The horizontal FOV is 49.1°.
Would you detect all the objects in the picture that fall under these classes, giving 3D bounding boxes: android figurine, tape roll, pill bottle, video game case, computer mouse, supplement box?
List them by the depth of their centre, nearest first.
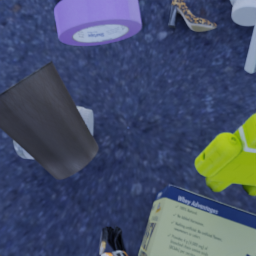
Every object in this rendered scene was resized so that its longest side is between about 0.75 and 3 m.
[{"bbox_3d":[3.031,-2.105,5.032,1.788,1.967,0.230,-23,47,-15],"label":"video game case"},{"bbox_3d":[-0.124,2.847,5.055,0.530,2.305,1.618,-16,106,10],"label":"computer mouse"},{"bbox_3d":[2.700,0.542,5.135,2.705,2.972,0.610,9,57,-12],"label":"android figurine"},{"bbox_3d":[-0.611,-2.208,5.795,1.727,1.727,0.566,-9,93,-2],"label":"tape roll"},{"bbox_3d":[1.732,3.265,6.575,2.888,1.939,2.885,19,72,3],"label":"supplement box"},{"bbox_3d":[3.826,-4.373,8.483,1.280,1.280,2.313,15,80,3],"label":"pill bottle"}]

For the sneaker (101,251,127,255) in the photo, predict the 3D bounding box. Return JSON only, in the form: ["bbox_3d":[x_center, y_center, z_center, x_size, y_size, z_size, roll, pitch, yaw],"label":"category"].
[{"bbox_3d":[-0.128,2.038,3.597,0.350,0.354,0.905,-3,90,-44],"label":"sneaker"}]

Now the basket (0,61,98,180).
[{"bbox_3d":[-1.606,-0.078,5.695,1.369,1.815,2.013,-20,114,33],"label":"basket"}]

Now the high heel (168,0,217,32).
[{"bbox_3d":[2.057,-3.603,8.704,1.504,0.537,1.072,10,86,11],"label":"high heel"}]

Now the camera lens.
[{"bbox_3d":[-1.983,0.119,7.530,1.908,1.526,1.526,5,80,1],"label":"camera lens"}]
